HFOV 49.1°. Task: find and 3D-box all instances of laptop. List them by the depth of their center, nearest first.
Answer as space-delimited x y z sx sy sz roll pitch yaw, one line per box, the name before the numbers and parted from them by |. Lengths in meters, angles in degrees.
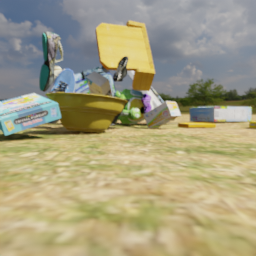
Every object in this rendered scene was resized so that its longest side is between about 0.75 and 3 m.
laptop | -1.358 -0.675 11.837 2.128 1.233 1.993 6 6 32

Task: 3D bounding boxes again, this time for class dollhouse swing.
dollhouse swing | -0.165 -2.462 9.912 1.807 2.055 1.868 -8 -19 -7

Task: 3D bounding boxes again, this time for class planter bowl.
planter bowl | -1.281 -0.395 8.496 2.476 1.031 2.476 5 -1 0

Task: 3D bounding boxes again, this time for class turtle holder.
turtle holder | 0.234 -1.048 13.353 1.636 1.751 2.304 6 -10 8

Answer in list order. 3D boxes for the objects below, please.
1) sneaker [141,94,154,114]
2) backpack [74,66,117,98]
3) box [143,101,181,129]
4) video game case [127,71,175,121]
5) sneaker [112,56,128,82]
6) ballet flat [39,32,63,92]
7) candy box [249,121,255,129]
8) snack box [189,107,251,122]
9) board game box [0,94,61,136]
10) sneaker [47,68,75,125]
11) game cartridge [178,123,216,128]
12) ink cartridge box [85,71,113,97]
sneaker | 0.711 -0.936 11.309 0.485 1.162 0.468 30 -52 -24
backpack | -1.943 -1.452 13.771 2.803 2.565 2.060 -16 34 -6
box | 1.256 -0.475 10.454 1.163 0.589 0.654 -30 -18 38
video game case | 1.129 -1.533 13.406 0.305 2.614 2.377 -41 -23 15
sneaker | -0.169 -1.825 8.791 0.390 0.862 0.287 7 24 -50
ballet flat | -2.987 -2.518 11.014 0.858 2.385 0.858 10 28 -5
candy box | 5.524 -0.140 10.909 1.172 0.303 2.293 5 6 32
snack box | 5.285 -0.776 16.170 2.671 0.904 2.252 -2 3 -22
board game box | -2.659 -0.408 6.986 1.326 0.412 1.757 -21 25 -31
sneaker | -2.525 -1.243 10.588 0.890 2.267 1.010 20 -15 -16
game cartridge | 2.747 -0.092 11.297 1.183 0.192 1.043 2 3 -13
ink cartridge box | -0.979 -1.293 9.970 0.760 1.321 0.448 36 66 27
